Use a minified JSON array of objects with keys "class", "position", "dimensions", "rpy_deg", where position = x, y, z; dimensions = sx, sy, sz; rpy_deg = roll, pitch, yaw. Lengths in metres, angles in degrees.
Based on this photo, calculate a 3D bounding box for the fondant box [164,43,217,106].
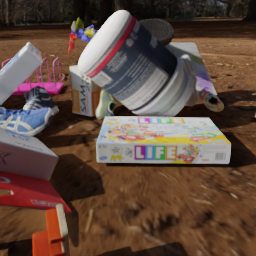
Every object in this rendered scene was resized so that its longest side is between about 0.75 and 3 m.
[{"class":"fondant box","position":[2.103,-2.045,10.607],"dimensions":[1.723,2.388,0.696],"rpy_deg":[-10,-17,-25]}]

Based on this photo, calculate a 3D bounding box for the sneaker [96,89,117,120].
[{"class":"sneaker","position":[-0.574,-0.735,8.454],"dimensions":[0.551,0.411,1.227],"rpy_deg":[-4,48,16]}]

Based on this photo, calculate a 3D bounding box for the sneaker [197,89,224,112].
[{"class":"sneaker","position":[2.827,-0.799,9.198],"dimensions":[1.246,0.439,0.582],"rpy_deg":[30,12,-35]}]

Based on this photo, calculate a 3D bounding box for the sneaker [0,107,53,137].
[{"class":"sneaker","position":[-2.973,-0.126,7.006],"dimensions":[2.186,0.842,0.828],"rpy_deg":[-18,28,-7]}]

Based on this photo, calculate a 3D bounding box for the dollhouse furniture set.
[{"class":"dollhouse furniture set","position":[-1.631,1.572,3.057],"dimensions":[1.951,1.016,1.973],"rpy_deg":[-7,23,-18]}]

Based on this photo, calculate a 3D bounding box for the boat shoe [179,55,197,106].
[{"class":"boat shoe","position":[2.002,-1.553,9.265],"dimensions":[0.561,1.708,0.615],"rpy_deg":[-35,24,-23]}]

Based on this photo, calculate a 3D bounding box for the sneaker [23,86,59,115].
[{"class":"sneaker","position":[-2.895,-0.602,8.315],"dimensions":[0.671,1.039,1.915],"rpy_deg":[-19,13,25]}]

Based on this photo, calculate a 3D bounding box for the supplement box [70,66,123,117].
[{"class":"supplement box","position":[-0.852,-1.512,10.025],"dimensions":[0.931,1.596,2.533],"rpy_deg":[12,24,31]}]

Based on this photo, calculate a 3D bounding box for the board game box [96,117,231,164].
[{"class":"board game box","position":[0.778,0.241,6.972],"dimensions":[2.906,0.497,1.953],"rpy_deg":[0,19,1]}]

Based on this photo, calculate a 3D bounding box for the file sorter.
[{"class":"file sorter","position":[-4.212,-2.363,12.498],"dimensions":[2.276,1.428,1.582],"rpy_deg":[-1,22,-4]}]

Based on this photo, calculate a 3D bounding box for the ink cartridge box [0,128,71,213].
[{"class":"ink cartridge box","position":[-2.481,0.445,4.744],"dimensions":[2.763,0.618,2.435],"rpy_deg":[22,3,-40]}]

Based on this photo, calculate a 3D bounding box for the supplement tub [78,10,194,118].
[{"class":"supplement tub","position":[0.252,-1.661,8.108],"dimensions":[2.928,2.055,2.055],"rpy_deg":[36,10,-22]}]

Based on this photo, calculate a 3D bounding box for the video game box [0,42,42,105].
[{"class":"video game box","position":[-4.018,-1.524,9.172],"dimensions":[2.856,0.668,2.602],"rpy_deg":[-44,24,2]}]

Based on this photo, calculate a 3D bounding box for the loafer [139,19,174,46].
[{"class":"loafer","position":[0.329,-3.126,10.099],"dimensions":[2.754,1.006,0.978],"rpy_deg":[-3,-20,20]}]

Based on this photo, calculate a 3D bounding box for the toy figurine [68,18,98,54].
[{"class":"toy figurine","position":[-1.364,-3.002,9.312],"dimensions":[1.015,0.894,1.694],"rpy_deg":[10,32,-10]}]
